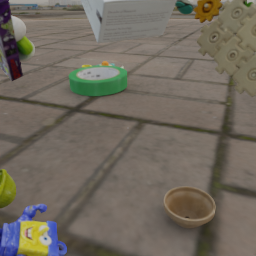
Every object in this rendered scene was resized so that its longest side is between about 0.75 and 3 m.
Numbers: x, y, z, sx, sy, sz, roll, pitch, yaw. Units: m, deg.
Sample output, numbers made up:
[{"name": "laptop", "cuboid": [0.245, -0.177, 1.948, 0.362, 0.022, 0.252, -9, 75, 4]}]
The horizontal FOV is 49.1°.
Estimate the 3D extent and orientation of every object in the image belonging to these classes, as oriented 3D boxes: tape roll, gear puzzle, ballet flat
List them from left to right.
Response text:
[{"name": "tape roll", "cuboid": [-1.299, -2.125, 12.305, 2.519, 0.605, 2.519, -2, 28, 1]}, {"name": "ballet flat", "cuboid": [1.752, -4.093, 9.039, 0.505, 0.477, 1.497, 0, 6, 30]}, {"name": "gear puzzle", "cuboid": [2.412, -2.064, 6.364, 0.383, 1.513, 2.922, 12, 39, -49]}]

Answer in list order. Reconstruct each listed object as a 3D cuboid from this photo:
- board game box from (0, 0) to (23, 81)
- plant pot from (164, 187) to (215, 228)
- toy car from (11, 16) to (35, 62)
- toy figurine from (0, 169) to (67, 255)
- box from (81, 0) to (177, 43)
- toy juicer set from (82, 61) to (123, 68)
[{"name": "board game box", "cuboid": [-2.733, -2.073, 5.513, 0.386, 2.393, 1.436, -33, 81, -23]}, {"name": "plant pot", "cuboid": [1.111, 1.527, 5.161, 0.922, 0.425, 0.922, -1, 26, 0]}, {"name": "toy car", "cuboid": [-3.973, -2.648, 8.653, 1.948, 1.705, 1.461, 28, 73, 3]}, {"name": "toy figurine", "cuboid": [-1.692, 1.802, 4.473, 1.374, 1.210, 2.293, 20, 20, -26]}, {"name": "box", "cuboid": [-0.101, -3.279, 6.920, 1.874, 1.225, 1.864, -13, 65, -20]}, {"name": "toy juicer set", "cuboid": [-1.062, -2.999, 14.160, 2.315, 0.630, 1.473, -10, 28, -20]}]
